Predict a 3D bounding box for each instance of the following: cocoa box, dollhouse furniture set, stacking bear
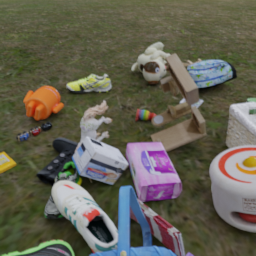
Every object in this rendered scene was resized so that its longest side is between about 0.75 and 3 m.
[{"bbox_3d":[-0.864,1.025,8.559,1.339,0.879,0.893,27,14,-38],"label":"cocoa box"},{"bbox_3d":[1.333,-0.758,9.636,1.830,2.245,2.135,-23,55,2],"label":"dollhouse furniture set"},{"bbox_3d":[0.770,-0.502,11.831,0.829,0.471,0.503,10,33,6],"label":"stacking bear"}]

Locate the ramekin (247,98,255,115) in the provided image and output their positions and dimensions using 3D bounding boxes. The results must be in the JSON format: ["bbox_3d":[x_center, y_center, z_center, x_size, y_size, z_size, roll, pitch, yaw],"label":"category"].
[{"bbox_3d":[5.520,-0.875,11.779,1.047,0.511,1.047,3,19,-1],"label":"ramekin"}]

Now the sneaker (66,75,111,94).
[{"bbox_3d":[-1.984,-2.269,14.105,2.230,0.852,0.841,-6,35,-8],"label":"sneaker"}]

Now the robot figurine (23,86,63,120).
[{"bbox_3d":[-3.679,-1.111,12.113,1.386,1.124,1.927,-11,28,21],"label":"robot figurine"}]

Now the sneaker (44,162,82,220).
[{"bbox_3d":[-1.919,1.758,8.014,0.763,0.833,1.955,-1,34,8],"label":"sneaker"}]

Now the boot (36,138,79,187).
[{"bbox_3d":[-2.421,1.110,9.361,1.416,0.564,1.718,6,42,28],"label":"boot"}]

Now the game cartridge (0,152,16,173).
[{"bbox_3d":[-4.357,1.207,9.495,0.866,0.140,0.763,27,42,36],"label":"game cartridge"}]

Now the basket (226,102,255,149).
[{"bbox_3d":[4.705,0.307,9.399,2.141,1.738,2.161,-7,35,-10],"label":"basket"}]

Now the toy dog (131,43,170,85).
[{"bbox_3d":[1.305,-3.373,15.146,2.276,1.638,2.347,-8,35,2],"label":"toy dog"}]

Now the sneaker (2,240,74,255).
[{"bbox_3d":[-2.223,3.145,5.822,2.333,0.895,0.978,-18,27,-23],"label":"sneaker"}]

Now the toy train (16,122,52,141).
[{"bbox_3d":[-3.660,0.160,10.999,1.504,0.257,0.344,-27,53,-35],"label":"toy train"}]

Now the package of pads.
[{"bbox_3d":[0.731,1.282,8.733,1.258,0.790,2.088,-3,34,-12],"label":"package of pads"}]

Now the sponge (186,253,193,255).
[{"bbox_3d":[1.717,3.481,5.974,1.577,0.235,0.880,26,42,34],"label":"sponge"}]

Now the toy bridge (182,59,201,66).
[{"bbox_3d":[3.790,-3.962,17.232,1.644,0.224,0.553,-11,36,-16],"label":"toy bridge"}]

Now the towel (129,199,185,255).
[{"bbox_3d":[0.556,2.327,6.758,0.205,1.297,1.801,-41,48,-23],"label":"towel"}]

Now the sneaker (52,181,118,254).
[{"bbox_3d":[-0.991,2.044,6.780,0.873,1.159,2.479,-30,62,-29],"label":"sneaker"}]

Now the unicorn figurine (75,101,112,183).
[{"bbox_3d":[-1.201,0.337,9.208,0.845,2.287,1.571,8,26,32],"label":"unicorn figurine"}]

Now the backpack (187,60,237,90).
[{"bbox_3d":[4.017,-2.707,14.223,2.287,1.758,1.866,-34,29,-18],"label":"backpack"}]

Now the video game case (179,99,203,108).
[{"bbox_3d":[2.981,-1.213,13.191,0.865,0.101,0.786,20,39,27],"label":"video game case"}]

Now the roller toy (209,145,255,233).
[{"bbox_3d":[3.279,1.484,7.358,2.092,1.603,2.293,-22,26,-15],"label":"roller toy"}]

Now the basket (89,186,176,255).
[{"bbox_3d":[0.168,2.658,5.393,1.722,2.183,2.476,-8,43,15],"label":"basket"}]
